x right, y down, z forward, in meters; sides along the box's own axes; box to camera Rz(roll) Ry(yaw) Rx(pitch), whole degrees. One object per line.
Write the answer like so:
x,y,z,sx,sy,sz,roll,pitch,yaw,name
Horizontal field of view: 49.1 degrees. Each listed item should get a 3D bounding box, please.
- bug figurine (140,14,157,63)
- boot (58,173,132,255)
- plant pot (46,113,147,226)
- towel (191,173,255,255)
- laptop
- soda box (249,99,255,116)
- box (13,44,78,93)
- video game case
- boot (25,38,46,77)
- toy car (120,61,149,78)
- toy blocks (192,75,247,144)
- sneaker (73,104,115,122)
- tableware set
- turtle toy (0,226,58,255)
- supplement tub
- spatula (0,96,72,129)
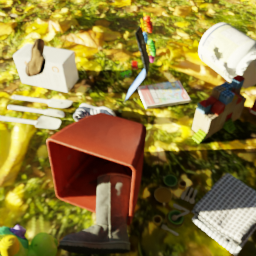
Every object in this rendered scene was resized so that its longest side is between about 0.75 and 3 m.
0.841,-3.629,11.697,0.560,2.176,1.687,-11,85,-2,bug figurine
-0.883,2.510,8.512,2.181,0.870,2.399,6,54,-11,boot
-0.660,1.010,8.979,2.655,2.652,2.340,17,41,16,plant pot
3.148,2.512,8.573,2.038,0.872,1.687,-35,54,-29,towel
0.172,-2.293,9.973,1.106,2.141,1.897,-13,23,12,laptop
6.446,-0.572,11.632,2.440,0.774,0.854,34,56,27,soda box
-3.837,-2.851,13.286,2.527,1.572,1.232,13,47,13,box
1.619,-1.566,13.018,2.086,0.182,1.492,-9,47,-9,video game case
-3.340,-2.684,10.617,0.634,0.619,1.680,-2,67,20,boot
0.203,-2.791,14.121,1.337,0.317,1.421,-24,50,-21,toy car
3.702,-0.884,11.098,2.890,1.975,1.444,-28,52,-24,toy blocks
-1.450,-0.446,11.613,1.737,0.609,0.942,14,42,22,sneaker
1.401,2.398,9.091,1.299,0.296,1.929,22,50,20,tableware set
-3.058,3.295,7.471,2.286,1.666,1.155,2,25,2,turtle toy
5.078,-3.477,13.490,2.152,2.152,2.969,-20,50,-19,supplement tub
-4.094,-0.744,12.198,2.862,0.230,1.990,8,47,8,spatula
